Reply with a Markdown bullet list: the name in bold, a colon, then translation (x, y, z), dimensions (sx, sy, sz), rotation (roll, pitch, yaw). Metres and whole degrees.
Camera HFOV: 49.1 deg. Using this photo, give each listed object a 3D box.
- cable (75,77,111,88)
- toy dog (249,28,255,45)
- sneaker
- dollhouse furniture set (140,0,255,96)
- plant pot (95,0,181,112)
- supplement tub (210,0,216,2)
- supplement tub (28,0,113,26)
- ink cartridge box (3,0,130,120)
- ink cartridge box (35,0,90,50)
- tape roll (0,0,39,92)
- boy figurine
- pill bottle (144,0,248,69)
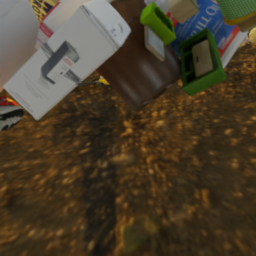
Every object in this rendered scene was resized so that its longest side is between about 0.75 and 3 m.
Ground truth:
- **cable**: translation (-1.229, -1.825, 10.435), dimensions (1.981, 0.499, 0.962), rotation (2, 33, 3)
- **toy dog**: translation (4.073, -2.875, 6.816), dimensions (2.101, 1.385, 1.012), rotation (-2, 32, 36)
- **sneaker**: translation (-2.610, -0.250, 4.720), dimensions (0.734, 0.666, 1.729), rotation (40, 19, 15)
- **dollhouse furniture set**: translation (1.403, -1.653, 4.145), dimensions (2.150, 1.409, 1.079), rotation (-26, 47, 36)
- **plant pot**: translation (0.138, -1.362, 5.543), dimensions (1.724, 1.742, 1.742), rotation (52, 49, 3)
- **supplement tub**: translation (1.076, -3.560, 7.307), dimensions (2.232, 1.618, 1.618), rotation (-12, 18, 46)
- **supplement tub**: translation (-1.455, -3.121, 7.207), dimensions (2.503, 1.808, 1.808), rotation (31, 37, -1)
- **ink cartridge box**: translation (-0.806, -0.998, 3.934), dimensions (1.593, 0.675, 1.160), rotation (-34, 20, 24)
- **ink cartridge box**: translation (-1.166, -1.789, 5.042), dimensions (0.904, 0.524, 1.224), rotation (-56, 17, -18)
- **tape roll**: translation (-3.623, -2.069, 6.055), dimensions (2.831, 2.831, 1.944), rotation (16, 57, 22)
- **boy figurine**: translation (2.276, -2.424, 6.629), dimensions (0.675, 2.096, 1.303), rotation (-34, 90, -47)
- **pill bottle**: translation (1.273, -2.221, 6.092), dimensions (2.340, 1.313, 1.313), rotation (34, 42, 10)
